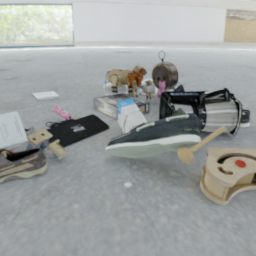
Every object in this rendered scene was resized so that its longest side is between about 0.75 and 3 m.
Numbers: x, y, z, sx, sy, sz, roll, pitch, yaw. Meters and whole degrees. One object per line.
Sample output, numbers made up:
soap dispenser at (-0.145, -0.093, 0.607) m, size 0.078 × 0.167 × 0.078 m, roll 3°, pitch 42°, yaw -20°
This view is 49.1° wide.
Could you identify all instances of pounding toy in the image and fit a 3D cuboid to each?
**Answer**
pounding toy at (2.488, 0.877, 6.684) m, size 2.410 × 1.383 × 1.378 m, roll 2°, pitch 31°, yaw -7°

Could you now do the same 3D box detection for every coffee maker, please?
coffee maker at (2.486, -0.555, 10.545) m, size 2.580 × 1.738 × 2.478 m, roll -2°, pitch 4°, yaw -8°

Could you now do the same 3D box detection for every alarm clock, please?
alarm clock at (1.883, -2.962, 14.931) m, size 0.739 × 2.221 × 1.498 m, roll -15°, pitch 12°, yaw -38°

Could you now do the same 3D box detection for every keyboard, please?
keyboard at (-2.009, 0.122, 10.467) m, size 1.351 × 0.515 × 2.597 m, roll 39°, pitch 36°, yaw 24°
keyboard at (2.427, -1.812, 14.120) m, size 0.181 × 1.117 × 1.758 m, roll -18°, pitch 17°, yaw 38°

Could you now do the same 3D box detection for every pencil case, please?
pencil case at (-2.646, -0.565, 11.386) m, size 0.800 × 0.346 × 0.331 m, roll 36°, pitch -28°, yaw -32°

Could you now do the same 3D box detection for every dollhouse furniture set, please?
dollhouse furniture set at (-2.529, 0.729, 8.482) m, size 1.097 × 0.773 × 0.769 m, roll 37°, pitch 32°, yaw 11°

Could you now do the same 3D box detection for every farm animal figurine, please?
farm animal figurine at (0.460, -2.293, 13.691) m, size 2.201 × 1.370 × 2.725 m, roll -9°, pitch -16°, yaw 35°

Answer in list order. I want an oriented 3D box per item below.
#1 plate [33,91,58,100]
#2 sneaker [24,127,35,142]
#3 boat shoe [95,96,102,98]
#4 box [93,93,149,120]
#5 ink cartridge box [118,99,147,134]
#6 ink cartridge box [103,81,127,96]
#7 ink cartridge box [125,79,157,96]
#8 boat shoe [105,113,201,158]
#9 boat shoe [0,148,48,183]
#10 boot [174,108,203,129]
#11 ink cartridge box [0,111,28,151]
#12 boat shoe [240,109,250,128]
plate at (-4.575, -1.766, 15.533) m, size 1.196 × 0.193 × 1.193 m, roll -11°, pitch 24°, yaw -27°
sneaker at (-3.896, 0.206, 9.811) m, size 1.322 × 0.542 × 0.494 m, roll -7°, pitch 22°, yaw -18°
boat shoe at (-1.318, -1.578, 14.868) m, size 0.958 × 0.307 × 0.353 m, roll 11°, pitch 23°, yaw 28°
box at (-0.346, -1.056, 13.140) m, size 1.759 × 0.537 × 2.221 m, roll -14°, pitch 25°, yaw -33°
ink cartridge box at (0.179, -0.088, 9.417) m, size 0.553 × 0.961 × 1.659 m, roll -14°, pitch 45°, yaw -17°
ink cartridge box at (-0.637, -2.086, 14.209) m, size 1.135 × 0.478 × 0.820 m, roll -9°, pitch 30°, yaw 5°
ink cartridge box at (0.790, -2.425, 16.507) m, size 1.743 × 0.749 × 1.277 m, roll 2°, pitch 21°, yaw 9°
boat shoe at (0.648, 0.259, 7.981) m, size 2.928 × 0.883 × 1.107 m, roll -9°, pitch -24°, yaw 28°
boat shoe at (-3.307, 0.948, 7.462) m, size 2.211 × 0.811 × 0.824 m, roll -9°, pitch 23°, yaw -23°
boot at (1.777, 0.001, 8.792) m, size 0.904 × 1.373 × 0.479 m, roll 37°, pitch 55°, yaw 25°
ink cartridge box at (-4.281, 0.412, 7.833) m, size 2.272 × 0.941 × 1.656 m, roll -19°, pitch -1°, yaw -40°
boat shoe at (3.967, -0.627, 11.788) m, size 0.853 × 0.697 × 2.310 m, roll -20°, pitch 28°, yaw -40°
